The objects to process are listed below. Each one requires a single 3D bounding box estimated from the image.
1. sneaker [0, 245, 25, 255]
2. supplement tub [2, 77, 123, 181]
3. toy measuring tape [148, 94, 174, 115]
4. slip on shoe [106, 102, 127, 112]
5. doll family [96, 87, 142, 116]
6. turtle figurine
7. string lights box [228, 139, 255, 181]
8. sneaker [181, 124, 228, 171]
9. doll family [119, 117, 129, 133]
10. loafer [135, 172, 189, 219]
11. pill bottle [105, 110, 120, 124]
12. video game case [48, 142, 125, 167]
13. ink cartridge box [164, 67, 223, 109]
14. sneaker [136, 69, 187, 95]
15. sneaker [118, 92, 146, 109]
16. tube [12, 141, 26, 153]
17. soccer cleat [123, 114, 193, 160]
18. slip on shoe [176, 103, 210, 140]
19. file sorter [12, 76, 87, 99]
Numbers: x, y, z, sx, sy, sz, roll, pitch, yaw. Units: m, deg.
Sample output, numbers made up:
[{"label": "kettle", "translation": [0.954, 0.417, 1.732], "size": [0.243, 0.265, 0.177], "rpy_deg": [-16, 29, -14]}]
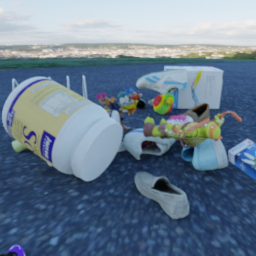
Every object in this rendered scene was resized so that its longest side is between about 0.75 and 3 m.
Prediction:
[{"label": "sneaker", "translation": [-1.738, 1.946, 4.079], "size": [0.296, 0.424, 0.852], "rpy_deg": [-1, 19, -3]}, {"label": "supplement tub", "translation": [-1.611, 0.004, 7.028], "size": [2.551, 1.855, 1.855], "rpy_deg": [29, 29, 22]}, {"label": "toy measuring tape", "translation": [1.381, -1.012, 12.941], "size": [0.907, 0.907, 2.466], "rpy_deg": [-7, 0, -20]}, {"label": "slip on shoe", "translation": [-0.402, -1.009, 13.239], "size": [1.332, 0.404, 0.506], "rpy_deg": [4, 18, 11]}, {"label": "doll family", "translation": [-0.250, -0.688, 8.548], "size": [1.447, 0.652, 0.898], "rpy_deg": [-7, -18, 18]}, {"label": "turtle figurine", "translation": [1.537, 0.075, 6.988], "size": [2.551, 0.822, 2.057], "rpy_deg": [-12, 10, -41]}, {"label": "string lights box", "translation": [2.859, 0.786, 6.148], "size": [0.608, 0.349, 1.184], "rpy_deg": [-29, 38, -13]}, {"label": "sneaker", "translation": [1.939, 0.483, 7.869], "size": [1.003, 0.904, 2.447], "rpy_deg": [-11, 10, 4]}, {"label": "doll family", "translation": [-0.273, -0.040, 9.938], "size": [0.605, 0.974, 0.439], "rpy_deg": [15, 64, 37]}, {"label": "loafer", "translation": [0.679, 1.266, 5.925], "size": [0.580, 0.579, 1.658], "rpy_deg": [-11, 21, -30]}, {"label": "pill bottle", "translation": [-1.183, -0.065, 8.524], "size": [1.773, 0.969, 0.969], "rpy_deg": [1, 18, 7]}, {"label": "video game case", "translation": [-1.602, 0.473, 8.883], "size": [2.346, 0.268, 2.135], "rpy_deg": [-10, 21, -28]}, {"label": "ink cartridge box", "translation": [3.137, -2.041, 14.007], "size": [2.589, 1.873, 1.906], "rpy_deg": [1, 18, 2]}, {"label": "sneaker", "translation": [1.456, -1.989, 12.742], "size": [2.475, 1.000, 0.947], "rpy_deg": [-5, 1, 34]}, {"label": "sneaker", "translation": [0.217, -1.319, 13.494], "size": [1.459, 0.521, 0.583], "rpy_deg": [19, 14, -10]}, {"label": "tube", "translation": [-2.784, 0.270, 8.492], "size": [1.428, 0.371, 0.414], "rpy_deg": [-28, 35, -5]}, {"label": "soccer cleat", "translation": [1.073, 0.342, 8.473], "size": [2.491, 0.870, 1.076], "rpy_deg": [-16, 45, -22]}, {"label": "slip on shoe", "translation": [2.157, -0.277, 9.972], "size": [2.273, 0.689, 0.864], "rpy_deg": [-21, 46, -33]}, {"label": "file sorter", "translation": [-2.601, -0.839, 9.756], "size": [2.458, 1.531, 1.706], "rpy_deg": [-5, -11, -11]}]
